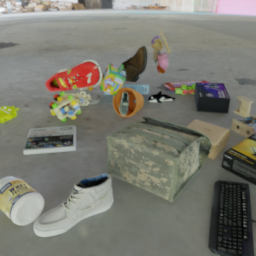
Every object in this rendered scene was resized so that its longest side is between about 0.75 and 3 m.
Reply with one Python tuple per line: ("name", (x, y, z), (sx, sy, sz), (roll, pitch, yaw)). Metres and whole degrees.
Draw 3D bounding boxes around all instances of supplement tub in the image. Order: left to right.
("supplement tub", (-2.837, 1.825, 7.159), (1.200, 0.867, 0.867), (23, 36, 35))

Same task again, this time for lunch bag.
("lunch bag", (1.058, 0.633, 8.582), (2.280, 1.634, 2.780), (18, 28, 30))

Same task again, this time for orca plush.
("orca plush", (1.643, -1.542, 13.654), (1.325, 0.471, 0.697), (4, 29, 8))

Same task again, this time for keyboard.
("keyboard", (2.945, 2.242, 7.039), (1.657, 0.269, 2.608), (9, 31, 16))

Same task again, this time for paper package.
("paper package", (2.692, 0.383, 9.938), (1.349, 0.698, 1.286), (21, 35, 31))

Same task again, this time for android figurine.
("android figurine", (-5.532, -0.580, 12.086), (1.453, 0.328, 1.596), (24, 38, 36))

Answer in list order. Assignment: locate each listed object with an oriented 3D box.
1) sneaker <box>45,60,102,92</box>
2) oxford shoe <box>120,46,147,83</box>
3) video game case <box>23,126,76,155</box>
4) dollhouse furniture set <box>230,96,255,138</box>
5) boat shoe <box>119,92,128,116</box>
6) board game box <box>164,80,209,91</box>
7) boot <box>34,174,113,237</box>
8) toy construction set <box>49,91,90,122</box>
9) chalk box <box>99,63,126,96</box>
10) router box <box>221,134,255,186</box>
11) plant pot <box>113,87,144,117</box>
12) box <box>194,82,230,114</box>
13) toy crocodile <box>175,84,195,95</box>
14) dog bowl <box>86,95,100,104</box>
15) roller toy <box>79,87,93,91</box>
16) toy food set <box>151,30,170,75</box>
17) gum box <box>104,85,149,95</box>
("sneaker", (-2.337, -1.983, 11.770), (2.947, 1.135, 1.251), (-9, 21, 38))
("oxford shoe", (0.235, -3.180, 14.372), (1.098, 2.600, 0.945), (-1, 62, -22))
("video game case", (-2.841, 0.424, 10.386), (1.765, 0.206, 1.604), (-4, 29, -8))
("dollhouse furniture set", (4.748, -0.451, 10.713), (0.987, 1.401, 0.982), (-16, 33, -26))
("boat shoe", (-0.157, -0.996, 11.328), (0.363, 0.997, 0.308), (7, -16, -6))
("board game box", (3.261, -2.298, 15.094), (2.332, 0.227, 1.200), (-6, 19, -10))
("boot", (-1.353, 1.817, 6.997), (2.135, 1.020, 0.785), (-19, 34, -31))
("toy construction set", (-2.539, -1.093, 12.200), (1.552, 1.090, 2.367), (-20, 17, 15))
("chalk box", (-0.584, -2.091, 11.555), (0.762, 1.230, 0.768), (22, 35, -21))
("router box", (4.403, 1.155, 8.606), (1.835, 0.609, 2.333), (-22, 36, -35))
("plant pot", (0.097, -1.141, 12.279), (1.277, 1.277, 0.894), (20, 19, 32))
("box", (3.905, -1.465, 13.233), (1.402, 0.784, 1.987), (1, 29, 8))
("toy crocodile", (3.107, -1.934, 14.368), (1.406, 0.475, 0.434), (-6, 48, -9))
("dog bowl", (-1.729, -1.385, 13.627), (0.780, 0.229, 0.780), (0, 28, 0))
("roller toy", (-2.287, -2.575, 14.938), (0.793, 1.035, 1.135), (-19, 34, -31))
("toy food set", (1.500, -3.423, 13.666), (0.426, 2.706, 1.720), (-18, 74, -4))
("gum box", (-0.102, -1.843, 13.597), (2.057, 0.458, 1.747), (0, 6, -1))
